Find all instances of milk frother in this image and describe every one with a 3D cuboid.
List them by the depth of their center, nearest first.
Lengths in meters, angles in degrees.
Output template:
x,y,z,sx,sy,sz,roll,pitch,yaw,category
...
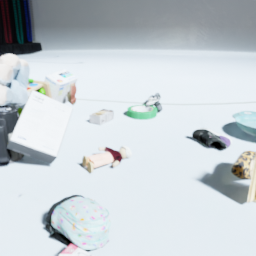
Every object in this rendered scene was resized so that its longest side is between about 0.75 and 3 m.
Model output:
x,y,z,sx,sy,sz,roll,pitch,yaw,category
-4.090,0.267,8.177,1.690,1.590,1.525,0,18,0,milk frother

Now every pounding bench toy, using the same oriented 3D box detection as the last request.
x,y,z,sx,sy,sz,roll,pitch,yaw,category
-3.881,-1.337,10.631,1.322,2.128,1.660,12,35,21,pounding bench toy

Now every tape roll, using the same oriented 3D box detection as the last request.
x,y,z,sx,sy,sz,roll,pitch,yaw,category
0.630,-0.722,12.753,1.356,0.326,1.356,-1,21,0,tape roll

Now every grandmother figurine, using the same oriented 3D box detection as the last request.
x,y,z,sx,sy,sz,roll,pitch,yaw,category
-0.570,0.866,8.304,1.568,0.475,0.951,-11,48,-35,grandmother figurine

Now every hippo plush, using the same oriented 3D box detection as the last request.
x,y,z,sx,sy,sz,roll,pitch,yaw,category
-4.235,-1.407,9.073,1.810,1.793,2.251,4,-12,9,hippo plush

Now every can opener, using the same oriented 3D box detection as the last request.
x,y,z,sx,sy,sz,roll,pitch,yaw,category
1.321,-1.293,13.966,0.636,0.802,2.415,-22,12,12,can opener

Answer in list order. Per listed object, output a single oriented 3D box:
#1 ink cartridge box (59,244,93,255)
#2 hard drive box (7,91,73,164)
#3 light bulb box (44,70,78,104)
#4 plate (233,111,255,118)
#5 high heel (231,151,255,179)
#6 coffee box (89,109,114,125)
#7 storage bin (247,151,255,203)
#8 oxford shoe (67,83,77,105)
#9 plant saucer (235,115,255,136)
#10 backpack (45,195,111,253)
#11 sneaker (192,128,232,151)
x,y,z,sx,sy,sz,roll,pitch,yaw,category
-0.800,2.295,4.514,0.762,0.315,0.558,12,23,29,ink cartridge box
-2.447,-0.019,7.927,1.296,0.639,1.663,24,55,-19,hard drive box
-2.934,-1.659,11.897,0.784,1.256,1.245,33,34,12,light bulb box
5.437,-0.534,12.441,1.486,0.190,1.486,-1,21,0,plate
3.685,1.060,7.225,2.016,0.720,1.437,-5,13,-40,high heel
-1.122,-0.474,11.963,0.572,0.399,1.000,11,23,28,coffee box
3.403,1.200,5.911,1.416,1.406,0.664,14,24,34,storage bin
-2.333,-1.389,11.342,0.380,1.030,0.364,26,40,17,oxford shoe
5.476,0.012,10.334,2.921,0.400,2.921,2,14,0,plant saucer
-0.881,1.774,5.311,0.998,0.757,1.196,-16,27,-42,backpack
2.740,0.389,9.496,1.380,0.523,0.604,15,30,35,sneaker
